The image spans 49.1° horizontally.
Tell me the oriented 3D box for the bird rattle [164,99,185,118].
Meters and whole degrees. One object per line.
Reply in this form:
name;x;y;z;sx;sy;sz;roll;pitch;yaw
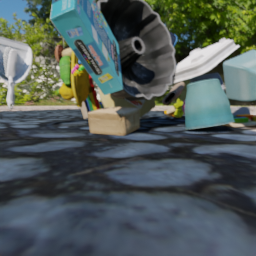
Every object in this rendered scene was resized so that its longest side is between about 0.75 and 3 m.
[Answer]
bird rattle;2.605;-0.940;14.608;1.339;0.925;1.643;-15;-5;26

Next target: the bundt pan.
bundt pan;-0.052;-2.119;7.908;2.990;2.990;1.122;-4;-6;-39

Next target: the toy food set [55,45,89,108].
toy food set;-1.871;-1.967;9.144;0.869;2.661;1.566;-2;-14;9

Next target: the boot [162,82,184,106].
boot;1.968;-1.467;12.038;0.457;1.302;0.952;39;10;4

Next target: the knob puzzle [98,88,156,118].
knob puzzle;-0.064;-1.271;9.698;2.538;2.538;0.352;-2;-4;-23

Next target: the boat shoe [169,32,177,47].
boat shoe;1.118;-2.591;9.534;0.491;1.431;0.602;27;-8;-30

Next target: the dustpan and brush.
dustpan and brush;-3.437;-1.565;8.138;0.576;2.012;1.404;13;7;37

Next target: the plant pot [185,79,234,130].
plant pot;2.179;-0.668;7.815;1.330;1.250;1.330;-9;1;0

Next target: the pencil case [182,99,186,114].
pencil case;3.541;-1.035;13.640;1.198;1.146;2.769;28;16;21

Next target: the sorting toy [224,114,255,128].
sorting toy;4.023;-0.272;9.779;1.941;0.354;1.797;0;6;-7

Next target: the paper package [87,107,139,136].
paper package;-0.341;-0.204;7.381;1.071;0.582;1.124;4;13;23

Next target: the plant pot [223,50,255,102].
plant pot;3.446;-1.338;7.574;1.131;1.128;1.152;-24;28;-15

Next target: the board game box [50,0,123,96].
board game box;-0.728;-1.810;5.436;0.457;1.470;1.947;-17;-38;14

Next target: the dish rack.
dish rack;2.172;-2.102;8.694;2.165;0.471;1.858;-37;16;-31

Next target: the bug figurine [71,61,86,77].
bug figurine;-1.022;-1.423;6.294;0.203;0.613;0.790;40;13;-1

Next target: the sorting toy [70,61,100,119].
sorting toy;-1.847;-1.871;11.827;0.796;2.273;2.287;-16;25;-5

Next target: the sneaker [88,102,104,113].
sneaker;-0.690;-0.979;13.713;2.794;0.990;1.158;-5;14;-23

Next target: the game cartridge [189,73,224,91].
game cartridge;2.548;-1.106;9.113;1.115;1.674;0.348;-1;-40;18

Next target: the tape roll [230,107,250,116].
tape roll;4.223;-0.544;11.154;1.205;0.398;1.205;-2;-6;0
